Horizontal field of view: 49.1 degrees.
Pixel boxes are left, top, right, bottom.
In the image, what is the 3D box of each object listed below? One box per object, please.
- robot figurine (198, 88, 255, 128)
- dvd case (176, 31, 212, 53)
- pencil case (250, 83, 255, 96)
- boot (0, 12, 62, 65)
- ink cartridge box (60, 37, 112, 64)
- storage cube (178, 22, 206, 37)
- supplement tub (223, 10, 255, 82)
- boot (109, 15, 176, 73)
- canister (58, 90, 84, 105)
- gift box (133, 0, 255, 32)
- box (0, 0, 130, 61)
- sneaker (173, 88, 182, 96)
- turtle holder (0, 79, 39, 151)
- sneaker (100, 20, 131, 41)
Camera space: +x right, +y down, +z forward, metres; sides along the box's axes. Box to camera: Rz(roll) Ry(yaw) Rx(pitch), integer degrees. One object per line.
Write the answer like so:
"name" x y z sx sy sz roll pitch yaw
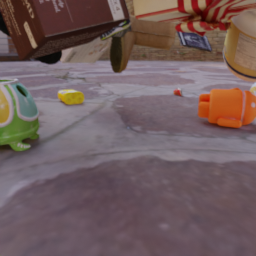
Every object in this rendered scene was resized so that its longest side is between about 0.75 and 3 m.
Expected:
"robot figurine" 3.168 -0.668 8.753 1.894 1.104 1.362 5 13 15
"dvd case" 2.303 -3.037 9.769 1.191 0.095 0.886 7 51 -17
"pencil case" 5.624 -0.983 9.876 1.168 1.070 2.575 -16 23 -40
"boot" -3.325 -3.304 8.938 2.554 0.945 2.093 32 19 -40
"ink cartridge box" -1.428 -3.334 10.778 2.147 0.480 1.892 -39 -12 33
"storage cube" 1.588 -3.363 6.665 1.598 1.681 1.870 30 27 2
"supplement tub" 3.921 -2.916 7.930 2.149 2.149 2.976 5 -23 15
"boot" 0.634 -3.175 10.619 2.572 2.253 0.851 -5 17 -33
"canister" -2.518 -1.365 12.202 0.862 0.502 1.161 -9 17 -27
"gift box" 1.316 -2.514 4.024 2.271 2.121 2.096 4 19 34
"box" -1.519 -2.725 5.915 1.867 1.886 2.273 -24 13 -28
"sneaker" 2.452 -1.742 13.941 0.385 0.349 0.906 -15 11 1
"turtle holder" -3.171 -0.312 6.673 1.691 1.580 2.226 9 18 27
"sneaker" -0.375 -3.018 8.890 1.105 0.447 0.408 -21 57 12
